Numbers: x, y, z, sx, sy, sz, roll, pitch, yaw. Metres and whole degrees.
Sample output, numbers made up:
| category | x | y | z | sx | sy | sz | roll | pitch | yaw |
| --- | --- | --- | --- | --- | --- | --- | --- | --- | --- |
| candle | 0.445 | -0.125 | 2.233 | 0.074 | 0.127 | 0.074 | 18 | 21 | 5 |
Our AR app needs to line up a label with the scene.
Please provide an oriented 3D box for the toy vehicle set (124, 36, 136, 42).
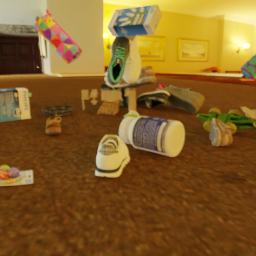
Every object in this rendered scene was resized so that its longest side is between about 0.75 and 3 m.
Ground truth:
| category | x | y | z | sx | sy | sz | roll | pitch | yaw |
| --- | --- | --- | --- | --- | --- | --- | --- | --- | --- |
| toy vehicle set | 0.089 | -3.858 | 10.521 | 0.726 | 1.169 | 0.155 | 31 | -31 | -14 |

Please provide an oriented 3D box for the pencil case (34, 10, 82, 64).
| category | x | y | z | sx | sy | sz | roll | pitch | yaw |
| --- | --- | --- | --- | --- | --- | --- | --- | --- | --- |
| pencil case | -3.060 | -3.934 | 12.279 | 1.026 | 2.321 | 1.026 | -40 | 8 | 7 |

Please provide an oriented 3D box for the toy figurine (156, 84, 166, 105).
| category | x | y | z | sx | sy | sz | roll | pitch | yaw |
| --- | --- | --- | --- | --- | --- | --- | --- | --- | --- |
| toy figurine | 1.917 | -2.130 | 16.875 | 0.916 | 1.123 | 1.220 | 3 | -21 | 36 |

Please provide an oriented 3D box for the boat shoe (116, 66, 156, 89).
| category | x | y | z | sx | sy | sz | roll | pitch | yaw |
| --- | --- | --- | --- | --- | --- | --- | --- | --- | --- |
| boat shoe | 0.322 | -2.546 | 14.193 | 2.547 | 0.915 | 0.965 | -5 | -2 | 39 |

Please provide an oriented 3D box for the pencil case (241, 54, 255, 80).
| category | x | y | z | sx | sy | sz | roll | pitch | yaw |
| --- | --- | --- | --- | --- | --- | --- | --- | --- | --- |
| pencil case | 4.398 | -2.183 | 9.298 | 1.357 | 0.627 | 0.577 | -40 | 4 | -2 |

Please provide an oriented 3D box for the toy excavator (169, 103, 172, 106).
| category | x | y | z | sx | sy | sz | roll | pitch | yaw |
| --- | --- | --- | --- | --- | --- | --- | --- | --- | --- |
| toy excavator | 3.317 | -1.535 | 16.664 | 1.457 | 0.749 | 1.499 | -6 | 28 | -13 |

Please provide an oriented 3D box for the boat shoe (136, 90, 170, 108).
| category | x | y | z | sx | sy | sz | roll | pitch | yaw |
| --- | --- | --- | --- | --- | --- | --- | --- | --- | --- |
| boat shoe | 1.286 | -1.539 | 16.110 | 0.856 | 0.806 | 2.384 | 28 | -22 | -37 |

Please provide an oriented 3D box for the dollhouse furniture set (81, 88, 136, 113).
| category | x | y | z | sx | sy | sz | roll | pitch | yaw |
| --- | --- | --- | --- | --- | --- | --- | --- | --- | --- |
| dollhouse furniture set | -1.004 | -1.350 | 14.662 | 2.819 | 1.248 | 1.461 | -2 | 15 | -5 |

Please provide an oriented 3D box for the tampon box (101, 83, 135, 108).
| category | x | y | z | sx | sy | sz | roll | pitch | yaw |
| --- | --- | --- | --- | --- | --- | --- | --- | --- | --- |
| tampon box | -0.546 | -1.969 | 16.671 | 1.847 | 1.384 | 1.166 | 2 | 15 | 9 |

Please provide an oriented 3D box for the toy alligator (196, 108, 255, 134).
| category | x | y | z | sx | sy | sz | roll | pitch | yaw |
| --- | --- | --- | --- | --- | --- | --- | --- | --- | --- |
| toy alligator | 4.126 | -0.147 | 10.912 | 2.937 | 0.706 | 0.974 | 9 | 51 | 33 |

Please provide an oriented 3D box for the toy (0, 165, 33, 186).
| category | x | y | z | sx | sy | sz | roll | pitch | yaw |
| --- | --- | --- | --- | --- | --- | --- | --- | --- | --- |
| toy | -3.096 | 1.132 | 6.805 | 1.455 | 0.343 | 0.838 | -5 | 16 | -18 |

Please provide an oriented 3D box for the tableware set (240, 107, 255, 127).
| category | x | y | z | sx | sy | sz | roll | pitch | yaw |
| --- | --- | --- | --- | --- | --- | --- | --- | --- | --- |
| tableware set | 5.082 | -0.252 | 10.731 | 1.710 | 0.198 | 1.428 | 1 | 46 | -39 |

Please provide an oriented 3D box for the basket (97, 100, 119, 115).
| category | x | y | z | sx | sy | sz | roll | pitch | yaw |
| --- | --- | --- | --- | --- | --- | --- | --- | --- | --- |
| basket | -1.051 | -1.220 | 14.767 | 0.941 | 0.902 | 1.264 | 4 | 15 | 11 |

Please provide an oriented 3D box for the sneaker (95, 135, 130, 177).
| category | x | y | z | sx | sy | sz | roll | pitch | yaw |
| --- | --- | --- | --- | --- | --- | --- | --- | --- | --- |
| sneaker | -0.403 | 0.584 | 7.835 | 0.858 | 0.904 | 2.246 | -1 | 13 | 2 |

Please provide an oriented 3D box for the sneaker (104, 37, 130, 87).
| category | x | y | z | sx | sy | sz | roll | pitch | yaw |
| --- | --- | --- | --- | --- | --- | --- | --- | --- | --- |
| sneaker | -0.332 | -2.558 | 10.586 | 0.814 | 2.099 | 0.957 | 9 | 8 | -11 |

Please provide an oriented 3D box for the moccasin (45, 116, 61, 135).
| category | x | y | z | sx | sy | sz | roll | pitch | yaw |
| --- | --- | --- | --- | --- | --- | --- | --- | --- | --- |
| moccasin | -2.942 | -0.128 | 11.054 | 0.611 | 0.644 | 1.670 | -3 | 15 | -10 |

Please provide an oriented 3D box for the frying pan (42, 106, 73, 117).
| category | x | y | z | sx | sy | sz | roll | pitch | yaw |
| --- | --- | --- | --- | --- | --- | --- | --- | --- | --- |
| frying pan | -3.461 | -0.778 | 14.071 | 1.547 | 0.416 | 2.557 | -7 | 18 | -21 |

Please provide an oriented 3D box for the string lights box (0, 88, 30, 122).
| category | x | y | z | sx | sy | sz | roll | pitch | yaw |
| --- | --- | --- | --- | --- | --- | --- | --- | --- | --- |
| string lights box | -6.037 | -0.999 | 12.827 | 2.789 | 1.433 | 0.822 | -9 | 17 | -33 |

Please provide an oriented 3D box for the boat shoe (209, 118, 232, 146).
| category | x | y | z | sx | sy | sz | roll | pitch | yaw |
| --- | --- | --- | --- | --- | --- | --- | --- | --- | --- |
| boat shoe | 3.300 | 0.180 | 9.954 | 0.675 | 0.712 | 1.881 | 6 | 24 | 9 |

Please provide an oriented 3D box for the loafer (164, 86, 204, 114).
| category | x | y | z | sx | sy | sz | roll | pitch | yaw |
| --- | --- | --- | --- | --- | --- | --- | --- | --- | --- |
| loafer | 3.081 | -1.661 | 15.524 | 1.006 | 1.134 | 2.983 | -34 | 38 | -12 |

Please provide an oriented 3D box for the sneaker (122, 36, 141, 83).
| category | x | y | z | sx | sy | sz | roll | pitch | yaw |
| --- | --- | --- | --- | --- | --- | --- | --- | --- | --- |
| sneaker | -0.059 | -3.243 | 11.532 | 1.063 | 2.782 | 1.120 | -4 | 8 | 10 |

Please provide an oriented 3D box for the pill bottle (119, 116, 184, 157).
| category | x | y | z | sx | sy | sz | roll | pitch | yaw |
| --- | --- | --- | --- | --- | --- | --- | --- | --- | --- |
| pill bottle | 0.714 | 0.208 | 8.861 | 1.895 | 1.096 | 1.096 | 11 | 18 | 35 |

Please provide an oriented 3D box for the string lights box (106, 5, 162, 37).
| category | x | y | z | sx | sy | sz | roll | pitch | yaw |
| --- | --- | --- | --- | --- | --- | --- | --- | --- | --- |
| string lights box | 0.197 | -3.580 | 9.446 | 1.692 | 0.870 | 0.499 | 9 | -23 | 32 |

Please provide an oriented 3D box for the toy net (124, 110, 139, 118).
| category | x | y | z | sx | sy | sz | roll | pitch | yaw |
| --- | --- | --- | --- | --- | --- | --- | --- | --- | --- |
| toy net | 0.357 | -0.551 | 13.170 | 1.110 | 0.408 | 2.115 | -1 | 14 | -5 |

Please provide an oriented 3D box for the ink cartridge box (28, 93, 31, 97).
| category | x | y | z | sx | sy | sz | roll | pitch | yaw |
| --- | --- | --- | --- | --- | --- | --- | --- | --- | --- |
| ink cartridge box | -6.968 | -1.565 | 16.390 | 2.519 | 0.747 | 1.308 | -5 | 15 | -17 |
